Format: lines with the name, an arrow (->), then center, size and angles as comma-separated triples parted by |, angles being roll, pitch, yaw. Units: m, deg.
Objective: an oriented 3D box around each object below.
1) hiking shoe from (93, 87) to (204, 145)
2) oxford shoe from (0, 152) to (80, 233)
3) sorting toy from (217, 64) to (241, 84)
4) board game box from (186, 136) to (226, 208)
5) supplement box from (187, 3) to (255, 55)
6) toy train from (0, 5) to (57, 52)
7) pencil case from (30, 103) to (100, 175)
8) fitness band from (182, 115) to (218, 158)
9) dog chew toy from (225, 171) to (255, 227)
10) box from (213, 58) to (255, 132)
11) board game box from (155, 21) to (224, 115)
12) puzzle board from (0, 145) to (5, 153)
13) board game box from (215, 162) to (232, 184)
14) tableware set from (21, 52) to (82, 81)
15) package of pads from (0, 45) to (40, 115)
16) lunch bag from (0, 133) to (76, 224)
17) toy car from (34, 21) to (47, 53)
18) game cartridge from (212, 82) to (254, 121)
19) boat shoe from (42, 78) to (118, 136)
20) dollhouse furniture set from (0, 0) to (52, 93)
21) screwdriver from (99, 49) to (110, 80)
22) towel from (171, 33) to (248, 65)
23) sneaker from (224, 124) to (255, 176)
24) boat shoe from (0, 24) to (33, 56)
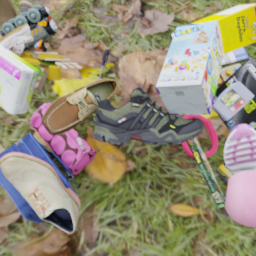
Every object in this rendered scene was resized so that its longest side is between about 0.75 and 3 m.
hiking shoe -> 0.556, -0.328, 7.402 | 2.984, 1.130, 1.502 | -1, 94, -6
oxford shoe -> -2.135, 1.672, 7.117 | 0.956, 2.701, 0.997 | -38, 29, 9
sorting toy -> 4.499, -2.195, 11.800 | 1.988, 0.271, 1.119 | -19, 67, -8
board game box -> 2.333, 1.214, 8.443 | 0.260, 1.160, 2.214 | -27, 79, 15
supplement box -> 3.321, -3.277, 9.531 | 2.159, 1.182, 1.175 | -23, 24, -5
toy train -> -3.947, -3.922, 11.191 | 2.244, 1.279, 0.956 | -22, 32, 13
pencil case -> -2.362, 0.292, 10.095 | 2.785, 1.304, 1.264 | 43, 62, 17
fitness band -> 2.637, 0.295, 10.656 | 1.334, 0.348, 1.857 | -11, 65, -2
dog chew toy -> 2.998, 1.546, 5.772 | 1.845, 1.149, 1.149 | 7, 65, 20
box -> 3.625, -0.786, 8.533 | 0.458, 1.863, 1.929 | -1, 55, -40
board game box -> 1.779, -1.622, 7.700 | 1.219, 1.197, 2.324 | 2, 56, 31
puzzle board -> -5.069, 1.563, 10.161 | 1.356, 0.157, 1.800 | 42, 73, 16
board game box -> 4.235, 1.660, 9.933 | 1.409, 0.483, 1.705 | -38, 71, -14
tableware set -> -2.721, -1.939, 8.731 | 1.906, 0.434, 2.829 | -7, 26, -29
package of pads -> -3.135, -1.241, 7.151 | 1.670, 0.569, 1.290 | 34, 113, 22
lunch bag -> -2.910, 1.645, 9.158 | 1.822, 1.871, 2.754 | -39, 73, -15
toy car -> -3.177, -3.241, 10.231 | 0.392, 0.577, 1.177 | 2, 76, 5
game cartridge -> 2.645, -0.697, 7.153 | 0.612, 0.188, 0.920 | 44, 105, 3
boat shoe -> -1.279, -0.744, 7.933 | 2.529, 0.934, 0.957 | -42, 102, -32
dollhouse furniture set -> -4.662, -3.438, 11.207 | 2.767, 2.371, 2.910 | 11, 66, 5
screwdriver -> -0.866, -1.957, 9.208 | 0.199, 1.425, 0.207 | 38, 42, 14
towel -> 3.581, -3.624, 12.415 | 2.934, 0.349, 2.155 | -13, 67, -6
sneaker -> 3.058, 0.796, 7.411 | 0.926, 2.303, 1.018 | -8, 32, 21
boat shoe -> -3.666, -2.633, 8.959 | 0.741, 0.725, 2.093 | -8, 35, 28
